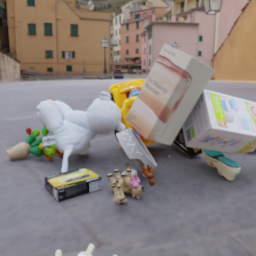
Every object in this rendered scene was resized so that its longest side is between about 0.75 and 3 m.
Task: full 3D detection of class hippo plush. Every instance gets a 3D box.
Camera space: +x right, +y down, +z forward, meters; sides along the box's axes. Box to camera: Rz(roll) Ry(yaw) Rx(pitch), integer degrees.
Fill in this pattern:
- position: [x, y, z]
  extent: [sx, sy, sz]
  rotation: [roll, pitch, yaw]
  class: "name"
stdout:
- position: [-1.521, -0.372, 9.513]
  extent: [2.395, 2.373, 2.979]
  rotation: [-33, 5, 6]
  class: "hippo plush"

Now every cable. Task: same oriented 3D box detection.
- position: [-0.920, 2.482, 3.279]
  extent: [1.359, 0.704, 2.797]
  rotation: [1, 14, 4]
  class: "cable"

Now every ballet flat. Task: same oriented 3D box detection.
- position: [2.879, 1.099, 8.991]
  extent: [0.642, 0.642, 1.849]
  rotation: [-3, 20, -13]
  class: "ballet flat"

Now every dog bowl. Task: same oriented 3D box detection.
- position: [0.284, 0.700, 8.363]
  extent: [0.466, 1.589, 1.589]
  rotation: [-35, 14, 4]
  class: "dog bowl"

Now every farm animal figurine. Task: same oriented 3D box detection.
- position: [-0.011, 1.534, 7.263]
  extent: [1.440, 0.751, 1.424]
  rotation: [-21, 12, -38]
  class: "farm animal figurine"

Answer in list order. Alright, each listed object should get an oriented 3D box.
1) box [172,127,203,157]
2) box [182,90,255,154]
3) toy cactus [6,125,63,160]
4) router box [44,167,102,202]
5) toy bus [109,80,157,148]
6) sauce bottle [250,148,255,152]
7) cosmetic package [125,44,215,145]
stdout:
- position: [1.910, -0.453, 10.771]
  extent: [0.664, 2.147, 2.689]
  rotation: [-12, 29, -21]
  class: "box"
- position: [2.866, -0.106, 8.300]
  extent: [2.313, 1.301, 1.172]
  rotation: [10, -31, -24]
  class: "box"
- position: [-3.439, 0.589, 10.275]
  extent: [1.916, 1.188, 2.323]
  rotation: [-23, 41, -26]
  class: "toy cactus"
- position: [-1.537, 1.538, 7.823]
  extent: [1.316, 0.344, 1.035]
  rotation: [-10, 17, -35]
  class: "router box"
- position: [0.364, -0.514, 10.386]
  extent: [1.806, 2.661, 2.555]
  rotation: [-13, 5, -9]
  class: "toy bus"
- position: [5.338, 0.577, 11.206]
  extent: [1.990, 0.644, 0.644]
  rotation: [-15, 20, -40]
  class: "sauce bottle"
- position: [1.076, -0.873, 7.647]
  extent: [1.040, 2.384, 1.232]
  rotation: [15, 19, -40]
  class: "cosmetic package"
